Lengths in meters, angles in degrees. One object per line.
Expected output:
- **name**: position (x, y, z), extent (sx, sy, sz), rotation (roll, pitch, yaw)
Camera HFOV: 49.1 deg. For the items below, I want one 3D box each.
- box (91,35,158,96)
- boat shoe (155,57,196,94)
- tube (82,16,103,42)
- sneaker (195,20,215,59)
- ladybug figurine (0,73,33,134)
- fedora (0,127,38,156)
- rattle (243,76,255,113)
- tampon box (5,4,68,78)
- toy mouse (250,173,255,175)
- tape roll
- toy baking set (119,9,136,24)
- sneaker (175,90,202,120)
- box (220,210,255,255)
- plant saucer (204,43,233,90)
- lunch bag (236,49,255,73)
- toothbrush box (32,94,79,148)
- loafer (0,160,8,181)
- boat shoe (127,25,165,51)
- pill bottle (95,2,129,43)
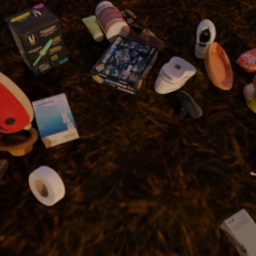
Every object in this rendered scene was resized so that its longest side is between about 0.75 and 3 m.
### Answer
- **box**: position (-0.093, -2.624, 11.450), extent (1.948, 0.564, 2.450), rotation (20, 59, 13)
- **boat shoe**: position (1.707, -1.977, 10.572), extent (1.040, 0.924, 2.828), rotation (42, 34, 13)
- **tube**: position (-1.607, -4.633, 12.872), extent (0.504, 0.451, 1.735), rotation (12, 41, -40)
- **sneaker**: position (3.430, -4.087, 12.250), extent (0.847, 0.821, 2.319), rotation (10, 57, 6)
- **ladybug figurine**: position (-4.227, -0.778, 8.365), extent (2.917, 1.980, 1.049), rotation (36, 37, -19)
- **fedora**: position (-3.647, 0.512, 9.281), extent (1.450, 0.592, 1.450), rotation (-4, 32, 2)
- **rattle**: position (5.603, -1.516, 10.121), extent (2.444, 1.746, 1.591), rotation (-4, 39, 4)
- **tampon box**: position (-3.516, -3.416, 11.052), extent (1.564, 2.087, 1.317), rotation (-33, 63, -20)
- **toy mouse**: position (5.256, 0.978, 9.109), extent (2.658, 0.514, 2.363), rotation (2, 57, 3)
- **tape roll**: position (-2.415, 1.713, 8.271), extent (1.120, 1.120, 0.392), rotation (34, 38, 20)
- **toy baking set**: position (-0.292, -5.407, 13.509), extent (1.036, 0.157, 1.350), rotation (-27, 61, -16)
- **sneaker**: position (2.037, -0.823, 10.316), extent (0.763, 0.509, 1.332), rotation (-25, 66, -23)
- **box**: position (3.393, 3.280, 7.419), extent (0.701, 0.842, 2.049), rotation (-29, 60, -7)
- **plant saucer**: position (3.461, -2.339, 10.804), extent (0.352, 1.880, 1.880), rotation (-17, 46, 40)
- **lunch bag**: position (5.136, -2.853, 11.668), extent (1.107, 0.454, 0.975), rotation (-26, 61, -16)
- **toothbrush box**: position (-2.558, -0.275, 9.839), extent (1.204, 0.701, 1.644), rotation (-19, 59, -12)
- **loafer**: position (-4.252, 1.531, 8.847), extent (0.419, 0.464, 1.226), rotation (10, 48, 8)
- **boat shoe**: position (0.734, -3.942, 12.240), extent (1.901, 0.682, 0.720), rotation (28, 61, 17)
- **pill bottle**: position (-0.759, -4.755, 12.552), extent (1.052, 1.052, 1.843), rotation (-19, 59, -12)
